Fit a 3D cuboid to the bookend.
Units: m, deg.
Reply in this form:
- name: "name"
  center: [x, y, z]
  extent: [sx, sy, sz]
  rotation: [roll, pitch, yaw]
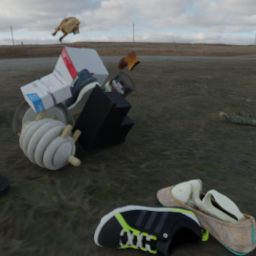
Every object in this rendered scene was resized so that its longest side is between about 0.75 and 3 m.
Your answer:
- name: "bookend"
  center: [-0.574, -0.395, 9.751]
  extent: [0.977, 2.121, 2.108]
  rotation: [47, 32, 23]

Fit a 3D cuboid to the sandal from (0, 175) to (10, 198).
- name: "sandal"
  center: [-4.664, 1.494, 7.525]
  extent: [2.890, 0.692, 1.086]
  rotation: [15, 20, 5]

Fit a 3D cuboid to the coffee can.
- name: "coffee can"
  center: [-0.567, -1.727, 13.039]
  extent: [1.520, 1.113, 1.113]
  rotation: [-39, 4, 25]

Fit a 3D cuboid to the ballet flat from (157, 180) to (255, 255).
- name: "ballet flat"
  center: [1.686, 1.711, 6.333]
  extent: [0.902, 0.892, 2.651]
  rotation: [-15, 24, -36]

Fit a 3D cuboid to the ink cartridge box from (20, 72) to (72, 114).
- name: "ink cartridge box"
  center: [-2.565, -1.124, 8.810]
  extent: [1.251, 0.537, 0.916]
  rotation: [-30, 51, -23]

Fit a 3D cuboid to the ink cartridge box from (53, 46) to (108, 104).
- name: "ink cartridge box"
  center: [-2.220, -2.160, 12.234]
  extent: [1.570, 2.160, 1.562]
  rotation: [-6, 58, -41]

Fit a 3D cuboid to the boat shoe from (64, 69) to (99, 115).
- name: "boat shoe"
  center: [-1.869, -1.206, 10.286]
  extent: [1.012, 0.836, 2.703]
  rotation: [-25, -7, -28]

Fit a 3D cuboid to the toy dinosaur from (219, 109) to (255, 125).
- name: "toy dinosaur"
  center: [5.494, -0.471, 13.161]
  extent: [2.335, 0.554, 1.029]
  rotation: [9, 36, 23]

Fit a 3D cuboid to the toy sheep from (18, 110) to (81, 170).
- name: "toy sheep"
  center: [-2.438, 0.471, 8.806]
  extent: [2.435, 1.678, 1.678]
  rotation: [29, 31, 26]

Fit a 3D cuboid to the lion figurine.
- name: "lion figurine"
  center: [-2.113, -3.604, 9.863]
  extent: [1.067, 0.631, 1.742]
  rotation: [-39, 33, 18]

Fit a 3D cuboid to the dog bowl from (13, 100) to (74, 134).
- name: "dog bowl"
  center: [-2.937, -0.129, 9.962]
  extent: [2.092, 2.092, 0.613]
  rotation: [-1, 11, -4]

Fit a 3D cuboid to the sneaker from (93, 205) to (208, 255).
- name: "sneaker"
  center: [0.472, 2.047, 5.492]
  extent: [2.266, 0.812, 0.938]
  rotation: [-4, 20, -12]

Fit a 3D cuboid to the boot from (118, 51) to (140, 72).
- name: "boot"
  center: [0.037, -3.173, 14.208]
  extent: [1.253, 0.456, 1.331]
  rotation: [-36, 39, 17]

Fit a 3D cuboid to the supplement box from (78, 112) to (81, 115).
- name: "supplement box"
  center: [-1.660, -0.982, 12.505]
  extent: [0.499, 1.166, 0.643]
  rotation: [53, 26, 13]
